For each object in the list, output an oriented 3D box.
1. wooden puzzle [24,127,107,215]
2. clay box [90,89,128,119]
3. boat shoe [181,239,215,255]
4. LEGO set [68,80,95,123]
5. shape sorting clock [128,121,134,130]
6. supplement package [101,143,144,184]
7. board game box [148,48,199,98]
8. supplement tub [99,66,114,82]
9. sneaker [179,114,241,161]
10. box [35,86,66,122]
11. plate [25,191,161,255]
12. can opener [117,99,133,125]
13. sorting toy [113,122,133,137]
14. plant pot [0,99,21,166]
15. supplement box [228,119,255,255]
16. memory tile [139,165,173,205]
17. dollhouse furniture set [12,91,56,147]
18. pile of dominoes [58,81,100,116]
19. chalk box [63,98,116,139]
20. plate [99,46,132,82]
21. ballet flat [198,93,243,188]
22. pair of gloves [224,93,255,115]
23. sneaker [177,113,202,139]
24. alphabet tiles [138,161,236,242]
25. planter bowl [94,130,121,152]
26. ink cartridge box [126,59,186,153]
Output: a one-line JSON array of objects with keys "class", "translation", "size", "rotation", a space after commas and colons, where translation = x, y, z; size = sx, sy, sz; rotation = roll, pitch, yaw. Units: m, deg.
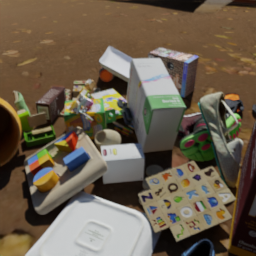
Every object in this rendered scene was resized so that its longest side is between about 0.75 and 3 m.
[{"class": "wooden puzzle", "translation": [-1.975, 1.006, 8.092], "size": [2.187, 0.547, 2.361], "rotation": [-33, 39, -9]}, {"class": "clay box", "translation": [-0.661, -0.913, 11.609], "size": [1.127, 0.467, 1.961], "rotation": [-18, 41, -24]}, {"class": "boat shoe", "translation": [0.817, 3.137, 5.247], "size": [1.145, 0.934, 2.721], "rotation": [18, 37, 25]}, {"class": "LEGO set", "translation": [-1.373, -0.819, 9.456], "size": [0.806, 0.996, 2.165], "rotation": [36, 20, -15]}, {"class": "shape sorting clock", "translation": [0.625, -0.298, 11.059], "size": [1.377, 0.270, 1.377], "rotation": [0, 33, 0]}, {"class": "supplement package", "translation": [-0.176, 1.064, 8.353], "size": [1.222, 0.952, 0.678], "rotation": [-4, 37, -7]}, {"class": "board game box", "translation": [2.071, -2.665, 13.329], "size": [2.144, 1.709, 1.038], "rotation": [23, 41, 31]}, {"class": "supplement tub", "translation": [-1.066, -2.961, 14.602], "size": [0.818, 0.818, 1.335], "rotation": [2, 33, 3]}, {"class": "sneaker", "translation": [2.719, 0.285, 9.687], "size": [2.918, 1.120, 1.222], "rotation": [-21, 22, -35]}, {"class": "box", "translation": [-3.062, -0.975, 11.301], "size": [0.617, 0.825, 1.647], "rotation": [6, 32, 6]}, {"class": "plate", "translation": [-0.782, 2.621, 6.507], "size": [2.630, 0.426, 2.636], "rotation": [14, 36, 19]}, {"class": "can opener", "translation": [-0.145, -0.583, 10.415], "size": [0.456, 0.362, 1.373], "rotation": [12, 30, -23]}, {"class": "sorting toy", "translation": [-0.214, 0.070, 9.949], "size": [0.706, 0.248, 1.465], "rotation": [26, -2, 8]}, {"class": "plant pot", "translation": [-4.699, -0.090, 9.173], "size": [2.354, 2.354, 2.155], "rotation": [-10, 19, -14]}, {"class": "supplement box", "translation": [3.735, 1.154, 6.417], "size": [1.951, 2.938, 2.898], "rotation": [13, 36, 19]}, {"class": "memory tile", "translation": [1.461, 1.762, 8.028], "size": [2.147, 0.180, 1.646], "rotation": [8, 34, 10]}, {"class": "dollhouse furniture set", "translation": [-3.479, -0.481, 10.331], "size": [1.037, 1.353, 2.066], "rotation": [-16, 37, -17]}, {"class": "pile of dominoes", "translation": [-2.280, -1.360, 12.525], "size": [2.091, 0.427, 2.683], "rotation": [-3, 33, -5]}, {"class": "chalk box", "translation": [-1.358, -0.330, 10.315], "size": [1.840, 1.145, 1.139], "rotation": [-5, 34, -5]}, {"class": "plate", "translation": [-0.168, -3.079, 14.417], "size": [2.546, 0.412, 2.552], "rotation": [28, 33, -8]}, {"class": "ballet flat", "translation": [2.896, 0.256, 8.347], "size": [0.917, 2.942, 0.992], "rotation": [-24, -21, 29]}, {"class": "pair of gloves", "translation": [5.074, -0.859, 11.749], "size": [2.580, 0.319, 2.298], "rotation": [11, 34, 22]}, {"class": "sneaker", "translation": [2.316, 0.015, 10.358], "size": [1.792, 0.678, 1.035], "rotation": [-4, 43, 1]}, {"class": "alphabet tiles", "translation": [1.470, 1.767, 7.120], "size": [2.213, 0.070, 1.841], "rotation": [-18, 47, -11]}, {"class": "planter bowl", "translation": [-0.720, 0.395, 8.855], "size": [0.814, 0.548, 0.814], "rotation": [-16, 60, 29]}, {"class": "ink cartridge box", "translation": [0.818, -0.846, 9.802], "size": [1.218, 2.022, 2.783], "rotation": [-6, 46, -14]}]
